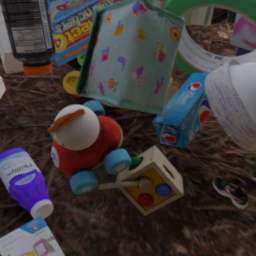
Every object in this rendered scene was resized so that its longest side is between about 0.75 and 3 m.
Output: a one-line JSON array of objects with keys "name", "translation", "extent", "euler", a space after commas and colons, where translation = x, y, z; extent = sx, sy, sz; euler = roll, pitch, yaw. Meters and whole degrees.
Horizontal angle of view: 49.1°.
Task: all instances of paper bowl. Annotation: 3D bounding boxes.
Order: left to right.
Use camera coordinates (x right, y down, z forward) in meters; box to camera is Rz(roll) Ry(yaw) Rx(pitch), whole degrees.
[{"name": "paper bowl", "translation": [2.394, -0.528, 5.464], "extent": [1.788, 0.930, 1.788], "euler": [28, 45, -32]}]

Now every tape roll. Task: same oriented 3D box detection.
[{"name": "tape roll", "translation": [2.206, -2.240, 6.752], "extent": [2.979, 2.979, 0.716], "euler": [20, 67, 21]}]

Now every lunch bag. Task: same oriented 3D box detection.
[{"name": "lunch bag", "translation": [-0.198, -1.378, 5.607], "extent": [1.352, 1.889, 2.218], "euler": [9, 8, -39]}]

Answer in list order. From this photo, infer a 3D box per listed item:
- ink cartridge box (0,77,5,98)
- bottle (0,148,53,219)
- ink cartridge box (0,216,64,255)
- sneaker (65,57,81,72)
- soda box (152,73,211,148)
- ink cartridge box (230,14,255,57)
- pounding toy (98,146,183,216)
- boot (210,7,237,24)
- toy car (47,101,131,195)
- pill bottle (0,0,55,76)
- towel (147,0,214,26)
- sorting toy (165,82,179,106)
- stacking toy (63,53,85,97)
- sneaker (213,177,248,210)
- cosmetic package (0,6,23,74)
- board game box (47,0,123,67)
[{"name": "ink cartridge box", "translation": [-5.107, -1.268, 9.634], "extent": [1.372, 0.576, 0.998], "euler": [0, 42, 0]}, {"name": "bottle", "translation": [-2.474, 1.321, 6.725], "extent": [0.846, 0.661, 2.026], "euler": [-26, 48, -28]}, {"name": "ink cartridge box", "translation": [-1.795, 2.565, 5.428], "extent": [0.976, 0.572, 1.351], "euler": [-27, 50, -27]}, {"name": "sneaker", "translation": [-1.314, -2.291, 10.310], "extent": [2.802, 0.990, 1.369], "euler": [18, 30, 18]}, {"name": "soda box", "translation": [1.429, -0.480, 6.492], "extent": [0.692, 0.654, 2.039], "euler": [8, 46, 41]}, {"name": "ink cartridge box", "translation": [4.003, -2.380, 7.146], "extent": [0.590, 2.726, 2.677], "euler": [-32, 48, -29]}, {"name": "pounding toy", "translation": [0.229, 0.889, 4.595], "extent": [0.931, 1.011, 0.719], "euler": [-35, 17, 21]}, {"name": "boot", "translation": [2.860, -4.563, 8.724], "extent": [0.834, 2.436, 2.293], "euler": [-10, 19, -41]}, {"name": "toy car", "translation": [-0.793, 0.126, 4.138], "extent": [1.197, 1.353, 1.247], "euler": [-32, 62, 5]}, {"name": "pill bottle", "translation": [-1.633, -1.583, 4.680], "extent": [0.728, 1.371, 0.728], "euler": [-2, 28, 1]}, {"name": "towel", "translation": [1.388, -3.339, 8.107], "extent": [2.122, 1.583, 0.326], "euler": [0, 80, 9]}, {"name": "sorting toy", "translation": [1.008, -1.284, 9.683], "extent": [1.572, 0.840, 1.415], "euler": [-7, 24, -8]}, {"name": "stacking toy", "translation": [-0.994, -1.758, 9.619], "extent": [2.038, 0.861, 1.845], "euler": [14, 79, 7]}, {"name": "sneaker", "translation": [2.503, 1.480, 6.745], "extent": [0.384, 0.412, 0.955], "euler": [-29, 49, -30]}, {"name": "cosmetic package", "translation": [-3.686, -2.944, 8.751], "extent": [0.915, 1.161, 2.157], "euler": [-16, 78, -26]}, {"name": "board game box", "translation": [-1.385, -3.260, 7.185], "extent": [2.479, 0.693, 2.428], "euler": [-30, 87, -1]}]
